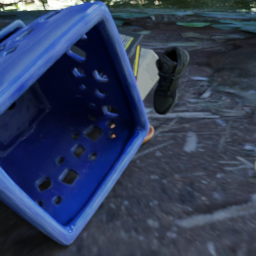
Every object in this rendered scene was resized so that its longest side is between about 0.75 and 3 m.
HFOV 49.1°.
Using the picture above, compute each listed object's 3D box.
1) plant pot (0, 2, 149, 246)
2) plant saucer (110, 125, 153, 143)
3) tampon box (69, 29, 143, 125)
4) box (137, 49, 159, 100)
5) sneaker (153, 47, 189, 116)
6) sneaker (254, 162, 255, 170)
[{"bbox_3d":[-1.643,-0.192,5.052,2.622,2.917,2.917,16,56,35],"label":"plant pot"},{"bbox_3d":[0.088,0.154,7.965,1.264,0.237,1.264,-1,27,1],"label":"plant saucer"},{"bbox_3d":[-1.058,-1.483,7.037,2.418,1.812,1.527,18,48,9],"label":"tampon box"},{"bbox_3d":[0.129,-1.321,8.681,2.207,0.907,0.755,-53,38,-6],"label":"box"},{"bbox_3d":[0.805,-1.018,6.038,0.582,1.523,0.873,25,13,25],"label":"sneaker"},{"bbox_3d":[3.882,0.870,6.008,1.945,0.716,1.124,-8,24,-5],"label":"sneaker"}]
